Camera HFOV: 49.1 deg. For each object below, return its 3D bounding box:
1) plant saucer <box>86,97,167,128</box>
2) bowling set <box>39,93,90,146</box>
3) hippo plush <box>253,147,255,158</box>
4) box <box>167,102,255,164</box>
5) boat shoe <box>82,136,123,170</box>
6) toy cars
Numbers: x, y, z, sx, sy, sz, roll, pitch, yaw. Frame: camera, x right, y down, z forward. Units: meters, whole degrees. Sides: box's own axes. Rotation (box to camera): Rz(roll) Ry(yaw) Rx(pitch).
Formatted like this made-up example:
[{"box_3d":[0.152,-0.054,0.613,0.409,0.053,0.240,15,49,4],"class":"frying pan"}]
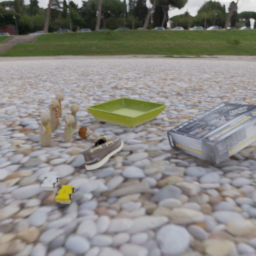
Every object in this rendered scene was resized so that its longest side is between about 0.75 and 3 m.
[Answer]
[{"box_3d":[-0.036,-0.739,13.462,2.876,0.689,2.872,14,23,35],"class":"plant saucer"},{"box_3d":[-2.283,-0.384,10.798,1.764,1.360,2.534,8,36,-6],"class":"bowling set"},{"box_3d":[4.706,0.741,8.917,1.126,1.115,1.400,-44,17,-22],"class":"hippo plush"},{"box_3d":[3.154,0.027,9.542,2.908,0.703,2.303,-26,21,-22],"class":"box"},{"box_3d":[-0.800,0.629,9.096,0.753,0.624,2.097,-14,13,29],"class":"boat shoe"},{"box_3d":[-1.783,1.587,7.038,0.673,0.333,1.502,-8,16,-41],"class":"toy cars"}]
